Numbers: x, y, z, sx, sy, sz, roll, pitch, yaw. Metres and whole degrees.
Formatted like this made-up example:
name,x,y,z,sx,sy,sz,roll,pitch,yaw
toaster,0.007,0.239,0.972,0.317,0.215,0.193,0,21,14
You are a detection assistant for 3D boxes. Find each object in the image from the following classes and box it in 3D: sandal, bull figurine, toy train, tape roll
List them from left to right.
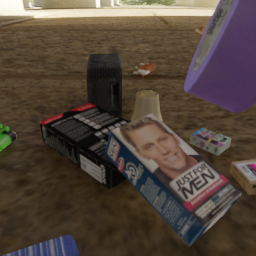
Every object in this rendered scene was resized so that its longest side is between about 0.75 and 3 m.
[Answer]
name,x,y,z,sx,sy,sz,roll,pitch,yaw
toy train,-3.597,0.633,6.682,0.715,0.529,2.534,16,31,9
bull figurine,0.734,-2.690,12.917,0.796,0.427,1.311,20,34,33
sandal,2.029,-2.590,7.286,0.392,0.352,1.070,33,27,10
tape roll,1.999,-1.595,5.018,1.046,2.462,2.462,23,30,-1

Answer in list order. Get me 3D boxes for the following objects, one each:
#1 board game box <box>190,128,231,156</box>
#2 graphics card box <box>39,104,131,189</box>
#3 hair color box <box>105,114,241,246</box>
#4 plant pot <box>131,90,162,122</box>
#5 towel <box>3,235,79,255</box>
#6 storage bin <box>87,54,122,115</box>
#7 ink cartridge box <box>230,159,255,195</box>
name,x,y,z,sx,sy,sz,roll,pitch,yaw
board game box,2.177,0.343,7.439,0.850,0.273,0.627,24,36,38
graphics card box,-0.747,0.283,7.080,2.767,0.704,1.736,24,37,38
hair color box,0.757,0.828,5.318,1.190,0.720,2.379,-23,54,-37
plant pot,0.578,-0.632,8.581,0.986,0.902,0.986,0,29,0
towel,-1.434,2.227,4.085,1.519,0.181,1.100,-12,33,-18
storage bin,-0.782,-1.535,9.556,1.087,1.568,2.319,-1,28,-3
ink cartridge box,2.730,1.045,6.084,0.678,0.309,0.823,-6,28,-9
